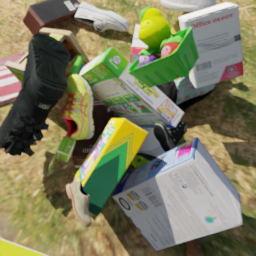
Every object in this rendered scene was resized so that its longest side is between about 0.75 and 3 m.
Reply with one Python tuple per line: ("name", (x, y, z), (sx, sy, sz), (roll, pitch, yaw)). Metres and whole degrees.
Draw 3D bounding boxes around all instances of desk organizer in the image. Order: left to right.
("desk organizer", (-2.953, -4.509, 11.118), (0.841, 0.903, 2.345), (51, 48, -8))

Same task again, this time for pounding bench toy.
("pounding bench toy", (-1.927, -1.775, 8.253), (2.435, 1.512, 1.899), (21, 65, 38))

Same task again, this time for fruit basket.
("fruit basket", (0.490, -1.407, 4.788), (1.256, 1.256, 0.906), (24, 58, 15))

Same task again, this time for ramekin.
("ramekin", (1.584, -3.568, 7.231), (1.474, 0.686, 1.474), (0, 41, 0))

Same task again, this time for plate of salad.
("plate of salad", (0.565, 0.165, 8.262), (1.750, 0.420, 1.750), (-6, 65, 12))

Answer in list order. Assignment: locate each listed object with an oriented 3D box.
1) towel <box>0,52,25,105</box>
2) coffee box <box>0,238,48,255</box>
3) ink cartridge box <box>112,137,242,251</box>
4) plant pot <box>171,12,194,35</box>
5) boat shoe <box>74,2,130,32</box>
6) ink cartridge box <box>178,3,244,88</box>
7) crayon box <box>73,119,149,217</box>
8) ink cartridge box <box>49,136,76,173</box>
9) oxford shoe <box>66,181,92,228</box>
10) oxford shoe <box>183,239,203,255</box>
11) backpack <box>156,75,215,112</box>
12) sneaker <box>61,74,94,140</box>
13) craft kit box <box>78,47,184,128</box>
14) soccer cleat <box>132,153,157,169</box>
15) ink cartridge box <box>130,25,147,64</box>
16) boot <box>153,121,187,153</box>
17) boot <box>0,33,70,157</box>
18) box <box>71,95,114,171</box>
("towel", (-4.108, -1.744, 9.692), (1.511, 0.239, 2.097), (-20, 59, -12))
("coffee box", (-2.582, 3.384, 4.773), (2.681, 2.655, 2.685), (15, 57, 10))
("ink cartridge box", (0.870, 1.565, 6.117), (1.713, 2.511, 0.959), (53, 29, -9))
("plant pot", (1.753, -2.373, 7.744), (1.094, 1.240, 1.240), (-38, 34, 20))
("boat shoe", (-1.061, -4.165, 11.092), (2.326, 0.855, 0.777), (28, 85, 21))
("ink cartridge box", (1.999, -1.968, 6.734), (1.215, 1.679, 0.708), (-15, 29, 6))
("crayon box", (-0.474, 0.682, 6.093), (0.607, 2.084, 1.798), (34, 86, -10))
("ink cartridge box", (-1.606, 0.709, 6.801), (0.324, 0.632, 0.854), (22, 65, -6))
("oxford shoe", (-0.763, 1.270, 4.687), (0.292, 0.280, 0.791), (-26, 85, 7))
("oxford shoe", (1.537, 2.973, 6.416), (0.355, 0.356, 0.997), (-16, 40, -11))
("backpack", (1.854, -1.614, 8.920), (2.169, 1.373, 1.810), (-19, 57, -14))
("sneaker", (-1.307, -0.471, 6.892), (0.665, 1.702, 0.768), (4, 15, 45))
("craft kit box", (-0.091, -0.817, 6.896), (2.206, 2.233, 0.542), (37, 76, -21))
("soccer cleat", (1.124, 1.204, 7.442), (2.184, 0.737, 0.885), (25, 37, 19))
("ink cartridge box", (0.453, -2.590, 9.669), (0.684, 1.178, 1.596), (9, 56, 3))
("boot", (0.982, 0.054, 6.422), (0.357, 0.990, 0.748), (18, 59, 42))
("boot", (-2.376, -0.821, 6.986), (1.035, 2.291, 2.796), (21, 34, -30))
("box", (-1.002, -0.074, 8.192), (1.235, 0.925, 2.467), (-6, 58, -4))
